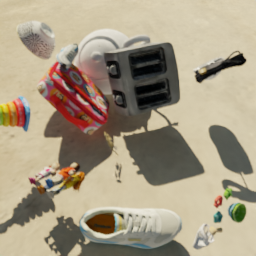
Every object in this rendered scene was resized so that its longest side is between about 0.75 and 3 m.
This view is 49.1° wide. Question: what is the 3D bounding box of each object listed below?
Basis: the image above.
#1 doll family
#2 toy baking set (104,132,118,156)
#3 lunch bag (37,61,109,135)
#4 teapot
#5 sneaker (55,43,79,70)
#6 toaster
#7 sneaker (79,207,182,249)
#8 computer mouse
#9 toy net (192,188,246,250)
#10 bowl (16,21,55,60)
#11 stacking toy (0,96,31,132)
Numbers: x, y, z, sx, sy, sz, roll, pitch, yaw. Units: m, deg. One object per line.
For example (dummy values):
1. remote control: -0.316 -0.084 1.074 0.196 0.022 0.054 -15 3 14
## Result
1. doll family: -1.581 1.242 6.593 0.965 0.700 1.554 -29 14 -38
2. toy baking set: -0.478 0.467 8.241 0.091 0.597 0.778 -28 83 10
3. lunch bag: -1.743 -0.956 9.123 0.993 2.424 2.135 -37 25 24
4. teapot: -0.849 -2.502 10.347 2.630 2.665 1.946 25 7 7
5. sneaker: -1.852 -2.341 8.838 0.608 0.526 1.403 -29 34 19
6. toaster: 0.520 -1.573 8.899 2.244 2.029 1.332 -15 18 -13
7. sneaker: 0.075 2.209 6.239 2.310 0.933 0.884 -2 64 -2
8. computer mouse: 2.632 -1.785 8.658 1.384 0.554 2.524 -27 7 11
9. toy net: 1.614 1.677 5.010 1.265 0.664 0.244 -36 23 -25
10. bowl: -3.082 -3.244 9.931 0.713 1.520 1.520 -31 35 23
11. stacking toy: -3.341 -0.317 7.259 1.447 0.794 0.840 -10 47 -37
